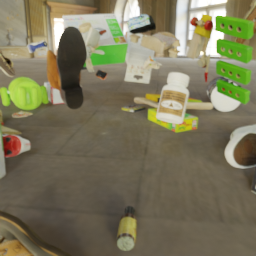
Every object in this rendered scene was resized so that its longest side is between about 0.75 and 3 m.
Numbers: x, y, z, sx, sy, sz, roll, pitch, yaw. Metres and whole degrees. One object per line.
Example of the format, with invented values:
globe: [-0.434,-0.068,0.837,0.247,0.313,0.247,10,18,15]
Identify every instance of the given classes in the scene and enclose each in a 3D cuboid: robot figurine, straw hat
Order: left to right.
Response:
straw hat: [-4.683,-0.252,9.122,2.250,0.952,2.250,-3,-5,0]
robot figurine: [-5.156,-1.749,14.045,2.219,1.463,2.530,-10,20,-28]

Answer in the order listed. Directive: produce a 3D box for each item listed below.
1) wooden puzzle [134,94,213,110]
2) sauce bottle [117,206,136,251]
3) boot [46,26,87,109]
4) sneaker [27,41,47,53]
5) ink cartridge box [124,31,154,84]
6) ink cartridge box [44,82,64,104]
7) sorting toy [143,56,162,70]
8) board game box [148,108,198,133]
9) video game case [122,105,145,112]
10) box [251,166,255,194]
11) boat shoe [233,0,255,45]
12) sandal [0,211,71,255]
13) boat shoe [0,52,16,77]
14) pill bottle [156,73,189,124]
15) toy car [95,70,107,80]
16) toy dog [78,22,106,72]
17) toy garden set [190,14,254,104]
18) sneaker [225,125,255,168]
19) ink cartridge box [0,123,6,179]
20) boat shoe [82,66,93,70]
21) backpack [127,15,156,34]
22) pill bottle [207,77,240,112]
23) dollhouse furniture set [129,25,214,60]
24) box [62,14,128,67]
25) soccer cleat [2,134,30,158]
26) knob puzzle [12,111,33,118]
wooden puzzle: [2.004,-1.235,12.973,2.676,0.539,2.893,-1,9,-22]
sauce bottle: [-0.003,1.774,5.095,0.319,0.319,0.985,2,19,5]
boot: [-1.949,-1.988,8.406,0.830,2.283,2.425,-17,33,-21]
sneaker: [-2.999,-2.779,9.442,0.444,0.311,0.769,-12,18,30]
ink cartridge box: [0.475,-3.379,13.649,1.828,2.254,0.565,-4,20,-45]
ink cartridge box: [-3.693,-2.031,15.728,1.605,0.922,2.211,-9,20,-26]
sorting toy: [1.214,-3.039,13.376,0.721,0.428,0.801,19,-14,-13]
board game box: [1.760,-0.380,11.409,1.019,0.477,2.005,-9,20,-26]
video game case: [0.268,-0.949,13.751,0.802,0.113,0.887,15,23,40]
box: [4.495,1.316,5.882,2.763,0.688,2.179,-7,19,-20]
boat shoe: [3.535,-2.956,7.915,0.577,1.696,0.610,28,6,16]
sandal: [-1.467,1.939,3.999,2.521,1.030,0.688,19,47,29]
boat shoe: [-3.878,-2.025,8.842,0.376,0.454,1.265,-30,-20,0]
pill bottle: [1.082,-0.697,6.606,0.635,1.110,0.635,13,-5,1]
toy car: [-1.065,-2.608,12.356,0.546,1.113,0.370,7,-16,17]
toy dog: [-1.213,-3.067,9.986,0.942,1.289,1.955,-16,59,9]
toy garden set: [2.863,-2.209,8.462,0.500,2.508,2.090,-32,42,-18]
sneaker: [3.406,0.550,8.311,2.654,0.966,1.124,-20,2,-41]
ink cartridge box: [-4.225,0.556,6.900,2.032,1.485,0.857,4,14,12]
boat shoe: [-2.393,-3.939,13.582,0.815,2.304,1.046,-1,20,38]
backpack: [0.407,-3.412,9.255,0.880,0.677,0.718,-25,2,14]
pill bottle: [4.791,-1.819,14.271,1.437,1.437,2.706,3,19,9]
dollhouse furniture set: [1.686,-3.656,10.544,2.478,1.210,2.113,27,38,21]
box: [-1.457,-3.774,12.047,2.365,1.143,2.087,-9,59,-17]
soccer cleat: [-4.081,0.541,8.262,2.388,0.820,1.017,-2,-3,11]
knob puzzle: [-4.910,-0.628,12.750,0.903,0.125,0.903,0,18,0]
